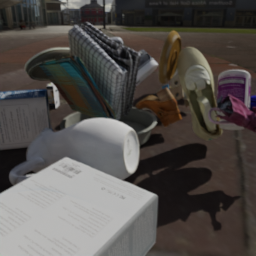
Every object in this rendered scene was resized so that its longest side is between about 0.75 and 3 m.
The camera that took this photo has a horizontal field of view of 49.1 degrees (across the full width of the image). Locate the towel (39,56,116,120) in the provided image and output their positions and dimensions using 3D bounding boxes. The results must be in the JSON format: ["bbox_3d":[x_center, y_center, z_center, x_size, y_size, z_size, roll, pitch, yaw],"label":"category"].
[{"bbox_3d":[-1.340,-0.948,7.000,0.259,1.750,2.387,-44,29,-20],"label":"towel"}]

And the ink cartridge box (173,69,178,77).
[{"bbox_3d":[2.421,-2.339,12.195,1.725,0.722,1.245,43,33,9],"label":"ink cartridge box"}]

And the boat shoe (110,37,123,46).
[{"bbox_3d":[-1.032,-2.682,9.815,1.777,0.621,0.589,-8,62,3],"label":"boat shoe"}]

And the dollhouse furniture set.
[{"bbox_3d":[1.697,-1.236,10.359,1.318,0.924,0.929,-16,-23,42],"label":"dollhouse furniture set"}]

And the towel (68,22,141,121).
[{"bbox_3d":[-0.676,-1.430,7.396,0.983,2.296,1.901,-37,68,-27],"label":"towel"}]

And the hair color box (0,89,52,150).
[{"bbox_3d":[-3.586,-0.185,7.512,2.878,1.439,0.871,-5,24,-13],"label":"hair color box"}]

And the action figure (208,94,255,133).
[{"bbox_3d":[2.641,-0.124,6.162,1.480,1.102,0.991,26,52,-6],"label":"action figure"}]

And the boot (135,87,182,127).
[{"bbox_3d":[0.929,-0.528,8.602,1.387,1.077,0.532,-23,9,37],"label":"boot"}]

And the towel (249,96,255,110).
[{"bbox_3d":[5.540,-0.791,10.115,1.526,0.512,2.066,-15,27,-29],"label":"towel"}]

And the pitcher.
[{"bbox_3d":[-1.084,0.636,5.870,2.315,1.403,1.986,-1,26,20],"label":"pitcher"}]

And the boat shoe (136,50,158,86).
[{"bbox_3d":[-0.316,-1.701,9.921,2.936,0.995,1.053,-40,-6,-8],"label":"boat shoe"}]

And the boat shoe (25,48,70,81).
[{"bbox_3d":[-1.775,-1.894,8.537,2.620,0.936,0.783,-15,51,-15],"label":"boat shoe"}]

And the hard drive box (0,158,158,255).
[{"bbox_3d":[-1.089,1.608,3.891,2.009,0.990,2.577,16,28,33],"label":"hard drive box"}]

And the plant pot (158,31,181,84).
[{"bbox_3d":[1.134,-1.822,7.354,0.190,1.383,1.383,17,28,21],"label":"plant pot"}]

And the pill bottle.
[{"bbox_3d":[2.588,-0.662,6.916,0.771,1.372,0.771,6,-9,1],"label":"pill bottle"}]

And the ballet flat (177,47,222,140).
[{"bbox_3d":[1.945,-0.879,7.410,0.899,2.587,0.899,-18,10,3],"label":"ballet flat"}]

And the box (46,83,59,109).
[{"bbox_3d":[-2.850,-1.218,10.643,0.267,0.889,0.519,2,24,4],"label":"box"}]

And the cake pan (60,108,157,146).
[{"bbox_3d":[-0.548,-0.008,8.158,2.765,0.507,2.765,-2,21,1],"label":"cake pan"}]
